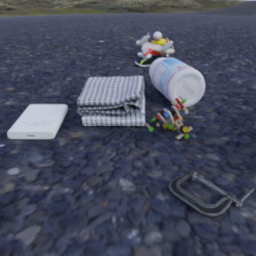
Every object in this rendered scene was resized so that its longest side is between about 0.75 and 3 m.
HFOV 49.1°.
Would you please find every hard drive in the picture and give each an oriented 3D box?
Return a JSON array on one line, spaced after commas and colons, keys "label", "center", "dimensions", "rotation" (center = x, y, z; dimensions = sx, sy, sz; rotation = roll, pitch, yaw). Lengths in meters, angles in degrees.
[{"label": "hard drive", "center": [-2.925, -0.254, 9.343], "dimensions": [1.392, 0.277, 2.111], "rotation": [0, 27, 0]}]

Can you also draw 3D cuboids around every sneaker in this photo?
[{"label": "sneaker", "center": [1.227, -3.790, 15.750], "dimensions": [1.694, 0.702, 0.608], "rotation": [4, 28, 8]}]

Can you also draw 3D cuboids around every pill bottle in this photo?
[{"label": "pill bottle", "center": [1.830, -1.983, 11.379], "dimensions": [1.494, 1.494, 2.747], "rotation": [-7, 28, -13]}]

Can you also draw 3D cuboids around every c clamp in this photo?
[{"label": "c clamp", "center": [1.760, 1.413, 6.253], "dimensions": [1.558, 0.211, 1.331], "rotation": [25, 41, 37]}]

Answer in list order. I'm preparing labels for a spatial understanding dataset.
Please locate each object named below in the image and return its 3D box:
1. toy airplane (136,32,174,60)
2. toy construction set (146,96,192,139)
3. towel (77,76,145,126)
[{"label": "toy airplane", "center": [1.624, -5.047, 17.197], "dimensions": [2.273, 1.604, 2.263], "rotation": [3, 31, 1]}, {"label": "toy construction set", "center": [1.536, -0.225, 8.743], "dimensions": [1.410, 1.083, 1.176], "rotation": [-43, 5, -35]}, {"label": "towel", "center": [-0.506, -1.088, 9.978], "dimensions": [2.234, 1.154, 2.698], "rotation": [0, 27, 4]}]
